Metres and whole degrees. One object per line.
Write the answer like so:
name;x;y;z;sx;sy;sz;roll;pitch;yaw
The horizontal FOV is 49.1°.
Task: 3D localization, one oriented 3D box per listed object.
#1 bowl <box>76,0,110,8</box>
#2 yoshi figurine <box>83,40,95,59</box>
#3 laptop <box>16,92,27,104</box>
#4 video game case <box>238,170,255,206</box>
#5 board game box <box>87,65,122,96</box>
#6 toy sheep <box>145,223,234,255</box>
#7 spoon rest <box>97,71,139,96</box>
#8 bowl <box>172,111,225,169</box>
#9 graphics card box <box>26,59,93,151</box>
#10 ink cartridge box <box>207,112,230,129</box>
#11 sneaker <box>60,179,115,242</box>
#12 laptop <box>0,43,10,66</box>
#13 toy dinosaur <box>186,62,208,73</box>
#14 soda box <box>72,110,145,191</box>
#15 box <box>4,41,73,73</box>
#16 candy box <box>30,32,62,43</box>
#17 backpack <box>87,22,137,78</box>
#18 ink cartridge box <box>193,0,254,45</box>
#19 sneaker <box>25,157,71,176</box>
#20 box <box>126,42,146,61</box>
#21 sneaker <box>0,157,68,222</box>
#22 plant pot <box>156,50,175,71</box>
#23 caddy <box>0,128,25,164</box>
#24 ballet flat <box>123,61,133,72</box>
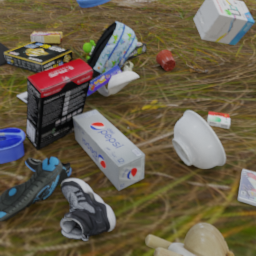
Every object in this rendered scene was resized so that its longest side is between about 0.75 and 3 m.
bowl;-1.627;-6.501;14.013;1.916;0.376;1.916;-10;38;8
yoshi figurine;-2.000;-4.297;15.590;1.020;1.016;1.814;-32;30;-12
laptop;-3.939;-1.658;12.026;1.390;0.806;1.301;30;45;34
video game case;3.811;1.758;7.790;1.333;0.153;1.215;14;37;19
board game box;-1.272;-1.882;11.814;1.833;0.410;1.232;-39;12;-26
toy sheep;0.948;2.925;4.631;1.874;1.874;2.718;19;84;25
spoon rest;-0.545;-1.799;11.670;1.306;0.797;2.628;-26;15;-30
bowl;1.914;0.512;8.332;0.866;1.927;1.927;-31;42;-6
graphics card box;-2.231;-0.669;8.851;1.822;2.904;0.739;-33;68;-36
ink cartridge box;3.486;-0.390;10.751;0.808;0.251;1.004;11;38;14
sneaker;-1.287;1.949;6.796;1.927;0.727;1.096;31;29;34
laptop;-8.352;-3.758;15.571;2.975;1.724;2.785;35;41;0
toy dinosaur;3.405;-3.028;14.427;1.419;0.429;0.754;30;21;27
soda box;-0.685;0.574;8.736;0.914;0.984;2.882;-22;41;-27
box;-4.841;-3.874;15.263;2.861;0.706;2.285;20;38;26
candy box;-5.207;-5.805;17.964;1.811;0.511;1.056;2;31;-3
backpack;-0.781;-3.764;13.474;2.007;2.611;2.130;16;31;-11
ink cartridge box;4.348;-4.938;12.894;1.969;1.438;1.445;1;60;-23
sneaker;-2.330;1.067;8.261;1.358;0.563;0.482;12;18;1
box;-0.408;-4.743;16.610;2.372;0.525;1.900;26;43;31
sneaker;-2.474;1.737;7.315;2.115;0.866;0.774;-39;47;-14
plant pot;2.013;-3.466;14.613;0.897;0.897;0.872;-9;45;-12
caddy;-4.082;0.518;8.970;1.549;0.813;1.095;-13;38;-18
ballet flat;-0.077;-2.950;14.075;0.502;0.464;1.487;-31;24;24
